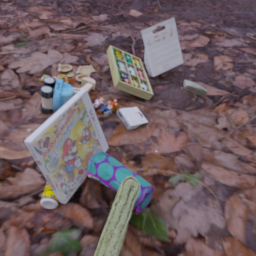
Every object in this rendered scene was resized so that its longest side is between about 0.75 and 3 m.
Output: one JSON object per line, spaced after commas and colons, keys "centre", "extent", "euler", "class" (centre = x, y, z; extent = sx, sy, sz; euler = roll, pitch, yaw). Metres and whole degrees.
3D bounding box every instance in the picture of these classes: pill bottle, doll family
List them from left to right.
{"centre": [-2.360, 2.001, 8.729], "extent": [0.518, 0.518, 0.949], "euler": [1, 41, 1], "class": "pill bottle"}
{"centre": [-0.899, -0.899, 12.138], "extent": [1.362, 0.614, 0.846], "euler": [12, 45, 40], "class": "doll family"}

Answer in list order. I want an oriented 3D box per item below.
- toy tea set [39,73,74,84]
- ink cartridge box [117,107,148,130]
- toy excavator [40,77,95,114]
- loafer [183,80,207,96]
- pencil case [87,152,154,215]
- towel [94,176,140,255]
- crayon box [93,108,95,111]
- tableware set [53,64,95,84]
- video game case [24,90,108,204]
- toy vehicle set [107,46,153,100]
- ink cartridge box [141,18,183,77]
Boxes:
{"centre": [-3.459, -2.360, 13.548], "extent": [1.656, 0.613, 0.985], "euler": [-27, 44, -19], "class": "toy tea set"}
{"centre": [0.176, -0.407, 11.398], "extent": [1.109, 0.316, 0.901], "euler": [-9, 57, -51], "class": "ink cartridge box"}
{"centre": [-2.656, -1.570, 12.578], "extent": [2.306, 1.152, 2.243], "euler": [7, 41, -11], "class": "toy excavator"}
{"centre": [3.043, -1.822, 12.615], "extent": [1.292, 0.452, 0.451], "euler": [18, 50, -28], "class": "loafer"}
{"centre": [-0.273, 1.602, 8.418], "extent": [2.101, 0.894, 0.971], "euler": [30, 53, 24], "class": "pencil case"}
{"centre": [-0.419, 2.749, 6.727], "extent": [0.517, 2.104, 2.836], "euler": [20, 43, 3], "class": "towel"}
{"centre": [-1.919, -0.469, 11.686], "extent": [0.674, 0.331, 1.136], "euler": [14, 41, 13], "class": "crayon box"}
{"centre": [-2.794, -2.784, 14.434], "extent": [2.195, 0.255, 1.834], "euler": [-3, 41, -3], "class": "tableware set"}
{"centre": [-1.688, 0.533, 8.660], "extent": [0.306, 2.432, 2.672], "euler": [5, 39, 31], "class": "video game case"}
{"centre": [0.027, -2.658, 13.316], "extent": [1.834, 0.391, 2.952], "euler": [16, 40, -29], "class": "toy vehicle set"}
{"centre": [1.622, -3.932, 13.763], "extent": [1.900, 2.338, 0.667], "euler": [-27, 26, -13], "class": "ink cartridge box"}
